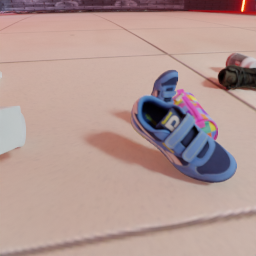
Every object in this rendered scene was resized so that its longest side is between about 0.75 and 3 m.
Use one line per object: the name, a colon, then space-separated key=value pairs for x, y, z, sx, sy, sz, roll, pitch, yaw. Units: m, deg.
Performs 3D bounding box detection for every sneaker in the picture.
sneaker: x=4.216 y=-1.723 z=9.911 sx=2.263 sy=0.865 sz=1.296 roll=20 pitch=35 yaw=39
sneaker: x=0.887 y=-0.729 z=6.923 sx=0.574 sy=1.553 sz=0.639 roll=-7 pitch=51 yaw=-29
sneaker: x=0.966 y=0.186 z=5.261 sx=2.326 sy=0.957 sz=0.860 roll=34 pitch=74 yaw=16

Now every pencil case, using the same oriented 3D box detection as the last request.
pencil case: x=1.582 y=-0.277 z=7.112 sx=0.865 sy=0.865 sz=1.956 roll=-3 pitch=28 yaw=-5

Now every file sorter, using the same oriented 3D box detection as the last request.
file sorter: x=-2.530 y=0.057 z=5.004 sx=0.691 sy=0.770 sz=1.110 roll=2 pitch=13 yaw=15

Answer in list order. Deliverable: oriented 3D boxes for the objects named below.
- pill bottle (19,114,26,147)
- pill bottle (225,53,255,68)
pill bottle: x=-3.194 y=0.066 z=6.408 sx=1.474 sy=0.836 sz=0.836 roll=-3 pitch=27 yaw=-6
pill bottle: x=4.754 y=-2.564 z=11.536 sx=0.821 sy=0.821 sz=1.417 roll=-8 pitch=28 yaw=-15
